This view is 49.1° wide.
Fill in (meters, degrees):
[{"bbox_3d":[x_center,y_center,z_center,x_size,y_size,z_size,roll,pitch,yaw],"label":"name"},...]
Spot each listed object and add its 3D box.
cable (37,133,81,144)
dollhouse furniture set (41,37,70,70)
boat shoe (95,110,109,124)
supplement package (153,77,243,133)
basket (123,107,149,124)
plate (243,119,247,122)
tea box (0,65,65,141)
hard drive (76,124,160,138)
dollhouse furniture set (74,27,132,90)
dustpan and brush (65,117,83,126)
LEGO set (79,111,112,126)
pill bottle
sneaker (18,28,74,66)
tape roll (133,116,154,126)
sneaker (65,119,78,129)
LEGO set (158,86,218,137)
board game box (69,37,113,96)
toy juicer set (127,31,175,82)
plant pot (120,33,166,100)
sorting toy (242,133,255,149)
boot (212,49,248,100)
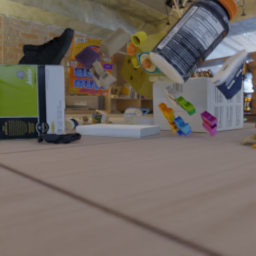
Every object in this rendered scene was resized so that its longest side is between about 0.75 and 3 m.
[{"bbox_3d":[-1.828,0.287,7.551,1.135,0.288,0.926,-3,-1,-5],"label":"cable"},{"bbox_3d":[-3.550,-3.263,12.919,0.985,1.398,0.980,-23,-7,30],"label":"dollhouse furniture set"},{"bbox_3d":[-1.599,-0.609,16.845,0.808,0.861,2.335,9,5,-13],"label":"boat shoe"},{"bbox_3d":[3.026,-0.990,12.079,2.864,2.106,2.739,-6,7,-42],"label":"supplement package"},{"bbox_3d":[0.416,-0.780,16.394,1.232,0.972,1.397,3,35,35],"label":"basket"},{"bbox_3d":[5.234,-0.358,15.911,2.772,0.354,2.772,0,3,0],"label":"plate"},{"bbox_3d":[-3.007,-0.762,8.551,2.110,2.145,1.433,-1,5,-13],"label":"tea box"},{"bbox_3d":[-0.335,0.078,9.734,2.450,0.327,1.616,2,4,28],"label":"hard drive"},{"bbox_3d":[-0.535,-2.953,12.980,2.180,2.752,1.953,42,-11,27],"label":"dollhouse furniture set"},{"bbox_3d":[-3.202,-0.300,15.113,1.669,0.478,1.165,-5,9,23],"label":"dustpan and brush"},{"bbox_3d":[-1.346,-0.325,12.111,1.378,0.798,1.060,-4,6,-44],"label":"LEGO set"},{"bbox_3d":[2.050,-2.792,8.529,1.447,2.725,1.447,42,2,-2],"label":"pill bottle"},{"bbox_3d":[-3.303,-2.799,10.625,1.487,2.850,0.856,25,31,-25],"label":"sneaker"},{"bbox_3d":[1.593,-0.351,14.707,2.727,0.498,2.727,1,4,0],"label":"tape roll"},{"bbox_3d":[-2.501,-0.186,12.556,0.663,0.458,1.192,-13,4,-33],"label":"sneaker"},{"bbox_3d":[1.908,-0.287,9.781,1.054,1.134,2.763,-34,39,-4],"label":"LEGO set"},{"bbox_3d":[-1.942,-3.197,14.622,2.068,2.066,2.067,5,-42,-9],"label":"board game box"},{"bbox_3d":[0.646,-2.381,10.572,0.611,2.246,1.429,-42,12,-27],"label":"toy juicer set"},{"bbox_3d":[1.309,-3.030,14.167,2.473,2.804,2.804,-8,46,-37],"label":"plant pot"},{"bbox_3d":[3.561,0.275,7.123,1.207,0.292,2.144,2,5,24],"label":"sorting toy"},{"bbox_3d":[2.872,-1.447,7.565,1.522,0.687,0.554,-46,16,-21],"label":"boot"}]
